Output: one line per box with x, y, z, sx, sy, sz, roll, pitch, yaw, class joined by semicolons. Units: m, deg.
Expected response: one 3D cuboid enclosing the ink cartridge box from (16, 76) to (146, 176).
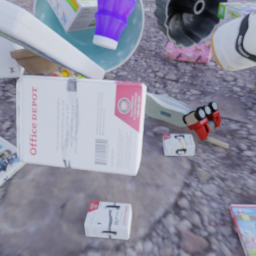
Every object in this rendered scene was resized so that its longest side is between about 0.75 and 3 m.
-0.650;-0.078;4.047;1.713;1.247;0.726;5;10;7;ink cartridge box

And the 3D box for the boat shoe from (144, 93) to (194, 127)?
1.164;-0.658;8.889;2.015;0.703;0.718;27;39;24;boat shoe

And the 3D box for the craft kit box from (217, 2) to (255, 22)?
2.999;-2.414;6.035;1.577;0.382;1.557;-5;35;-8;craft kit box

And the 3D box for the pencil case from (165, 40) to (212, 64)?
2.781;-3.522;12.802;2.136;0.924;0.884;13;39;16;pencil case

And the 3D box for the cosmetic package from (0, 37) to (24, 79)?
-5.622;-3.584;11.725;2.253;2.240;2.693;-5;36;-8;cosmetic package

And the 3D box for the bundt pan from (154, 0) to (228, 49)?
1.892;-3.935;8.769;2.664;2.664;1.000;-20;47;-27;bundt pan

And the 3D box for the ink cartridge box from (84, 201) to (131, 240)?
-0.373;1.805;5.495;0.838;0.351;0.604;3;34;5;ink cartridge box

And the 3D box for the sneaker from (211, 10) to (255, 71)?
2.871;-1.760;4.622;2.902;1.098;1.272;-30;12;-10;sneaker

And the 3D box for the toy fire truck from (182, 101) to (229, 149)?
2.339;-0.013;7.962;1.123;1.276;0.821;-27;2;-41;toy fire truck

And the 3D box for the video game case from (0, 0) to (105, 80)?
-1.854;-1.531;4.237;2.532;0.325;2.785;28;5;11;video game case

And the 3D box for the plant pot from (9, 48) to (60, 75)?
-3.275;-2.600;10.580;2.085;0.962;2.085;-8;20;3;plant pot

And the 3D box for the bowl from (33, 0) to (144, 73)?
-1.058;-3.041;7.733;2.817;2.817;1.473;-4;28;-6;bowl

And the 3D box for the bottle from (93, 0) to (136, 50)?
-0.166;-2.132;4.469;0.548;1.679;0.701;10;10;-33;bottle

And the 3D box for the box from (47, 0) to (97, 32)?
-1.206;-2.911;5.880;0.846;0.763;1.505;-27;85;-43;box

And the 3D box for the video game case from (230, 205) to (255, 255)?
2.744;2.169;5.135;1.279;0.156;1.789;1;34;1;video game case

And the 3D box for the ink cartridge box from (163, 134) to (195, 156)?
1.350;0.451;7.509;0.779;0.323;0.568;0;34;0;ink cartridge box

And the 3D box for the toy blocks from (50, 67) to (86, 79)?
-2.467;-1.619;10.283;1.451;0.632;1.741;18;38;25;toy blocks

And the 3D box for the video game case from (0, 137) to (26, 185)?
-4.277;0.710;6.292;2.880;0.317;2.626;31;41;8;video game case

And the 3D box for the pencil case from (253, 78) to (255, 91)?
5.139;-1.115;9.173;1.112;0.999;2.561;18;28;-20;pencil case
